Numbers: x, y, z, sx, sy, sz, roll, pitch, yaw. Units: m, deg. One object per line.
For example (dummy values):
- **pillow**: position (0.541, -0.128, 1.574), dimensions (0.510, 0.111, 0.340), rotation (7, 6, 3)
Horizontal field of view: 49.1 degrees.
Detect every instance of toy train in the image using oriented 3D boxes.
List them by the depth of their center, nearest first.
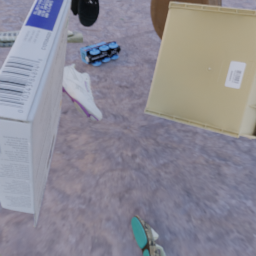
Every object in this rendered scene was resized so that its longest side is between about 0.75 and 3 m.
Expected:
- **toy train**: position (-1.196, -3.321, 12.302), dimensions (1.785, 0.774, 1.020), rotation (-28, 43, -27)

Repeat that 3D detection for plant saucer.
- **plant saucer**: position (1.719, -3.869, 9.151), dimensions (2.704, 2.704, 0.398), rotation (32, 41, 30)

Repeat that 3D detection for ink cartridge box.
- **ink cartridge box**: position (-1.476, -0.242, 4.515), dimensions (0.604, 2.791, 2.741), rotation (10, 48, -11)

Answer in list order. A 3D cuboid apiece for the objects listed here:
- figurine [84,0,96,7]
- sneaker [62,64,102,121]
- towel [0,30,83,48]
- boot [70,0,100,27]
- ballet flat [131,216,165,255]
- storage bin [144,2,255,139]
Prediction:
- **figurine**: position (-1.266, -3.797, 7.666), dimensions (0.480, 1.088, 1.115), rotation (-40, 25, 16)
- **sneaker**: position (-1.091, -0.894, 6.831), dimensions (0.803, 0.603, 1.612), rotation (-40, 87, -19)
- **towel**: position (-2.400, -2.409, 7.348), dimensions (2.305, 0.398, 2.220), rotation (-8, 21, -15)
- **boot**: position (-1.538, -4.094, 9.222), dimensions (0.687, 1.856, 1.521), rotation (0, 2, -30)
- **ballet flat**: position (0.497, 2.616, 6.136), dimensions (0.546, 0.492, 1.449), rotation (6, 43, -28)
- **storage bin**: position (1.815, -1.198, 5.997), dimensions (2.391, 2.408, 1.129), rotation (17, 9, 22)
